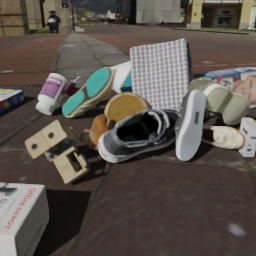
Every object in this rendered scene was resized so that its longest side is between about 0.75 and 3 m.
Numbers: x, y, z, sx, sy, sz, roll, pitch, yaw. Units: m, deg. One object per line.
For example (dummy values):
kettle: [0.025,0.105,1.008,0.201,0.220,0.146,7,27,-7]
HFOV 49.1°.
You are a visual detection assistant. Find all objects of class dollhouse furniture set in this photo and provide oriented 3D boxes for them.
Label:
dollhouse furniture set: [-1.516,0.684,6.427,0.924,1.318,0.929,-34,-15,2]

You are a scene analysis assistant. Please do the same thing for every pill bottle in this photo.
pill bottle: [-2.729,-1.195,10.025,0.771,0.771,1.372,12,69,27]

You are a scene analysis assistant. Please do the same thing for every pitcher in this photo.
pitcher: [0.716,-1.825,11.707,2.315,1.403,1.986,14,18,9]

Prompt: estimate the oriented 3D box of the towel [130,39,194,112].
towel: [1.040,-1.566,8.774,1.901,2.296,0.983,-5,0,23]

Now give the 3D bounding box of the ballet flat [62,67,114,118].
ballet flat: [-1.160,-1.094,9.240,2.587,0.899,0.899,-30,3,36]

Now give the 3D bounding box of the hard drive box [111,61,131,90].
hard drive box: [0.438,-2.560,13.739,2.009,0.990,2.577,11,25,25]

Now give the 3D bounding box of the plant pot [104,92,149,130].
plant pot: [-0.063,-0.433,8.329,1.383,1.383,0.190,5,-12,12]

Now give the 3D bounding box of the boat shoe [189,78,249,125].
boat shoe: [2.691,-0.770,8.114,2.620,0.936,0.783,18,20,-46]

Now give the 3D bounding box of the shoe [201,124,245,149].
shoe: [2.306,0.234,7.658,0.470,0.615,1.760,-19,22,-33]

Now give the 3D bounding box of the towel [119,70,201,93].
towel: [1.043,-1.495,9.640,2.387,1.750,0.259,31,2,20]

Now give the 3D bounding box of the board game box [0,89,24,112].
board game box: [-5.409,-0.947,10.618,1.711,0.435,2.527,5,23,11]

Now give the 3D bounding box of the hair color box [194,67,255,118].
hair color box: [3.737,-1.371,10.322,2.878,1.439,0.871,-12,24,-27]

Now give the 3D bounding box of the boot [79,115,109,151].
boot: [-0.532,0.205,7.444,1.077,0.532,1.387,27,26,6]

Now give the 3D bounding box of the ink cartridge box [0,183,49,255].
ink cartridge box: [-2.288,1.491,4.419,1.725,0.722,1.245,3,23,3]

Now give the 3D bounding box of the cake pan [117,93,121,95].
cake pan: [0.850,-0.678,9.618,2.765,0.507,2.765,3,27,-2]

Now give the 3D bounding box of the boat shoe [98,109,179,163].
boat shoe: [0.595,-0.031,7.146,2.936,0.995,1.053,-17,71,-39]

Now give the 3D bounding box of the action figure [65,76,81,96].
action figure: [-1.986,-1.324,10.895,1.480,0.991,1.102,15,61,9]

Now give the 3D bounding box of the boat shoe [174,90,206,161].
boat shoe: [1.431,-0.080,6.957,0.621,1.777,0.589,15,-7,-30]

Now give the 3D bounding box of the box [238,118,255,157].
box: [3.088,0.240,7.219,0.267,0.889,0.519,-1,22,-2]
